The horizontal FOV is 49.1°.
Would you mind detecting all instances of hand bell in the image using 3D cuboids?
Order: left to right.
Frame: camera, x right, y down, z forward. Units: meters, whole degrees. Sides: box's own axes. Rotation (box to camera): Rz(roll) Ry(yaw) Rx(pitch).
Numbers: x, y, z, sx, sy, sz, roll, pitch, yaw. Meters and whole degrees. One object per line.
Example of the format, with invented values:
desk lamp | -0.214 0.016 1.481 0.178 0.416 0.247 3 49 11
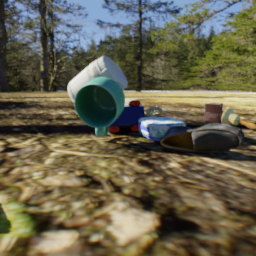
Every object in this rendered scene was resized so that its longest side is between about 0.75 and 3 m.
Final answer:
hand bell | 4.942 -0.220 12.122 0.831 0.831 1.597 -7 25 -33

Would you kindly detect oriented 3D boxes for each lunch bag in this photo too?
lunch bag | 1.142 0.020 10.039 1.359 0.697 1.690 -2 10 -19

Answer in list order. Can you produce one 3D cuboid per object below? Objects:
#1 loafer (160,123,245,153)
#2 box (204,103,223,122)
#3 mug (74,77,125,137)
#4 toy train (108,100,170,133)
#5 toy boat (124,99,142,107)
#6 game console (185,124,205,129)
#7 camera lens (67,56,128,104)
loafer | 2.022 0.385 7.914 2.339 0.851 0.845 -5 13 35
box | 4.296 -0.787 14.072 0.752 0.916 0.760 6 12 30
mug | -0.942 -0.796 9.419 1.520 1.849 1.144 35 33 -1
toy train | 0.132 -0.458 11.930 2.916 1.234 1.687 -4 -3 -21
toy boat | -0.328 -1.120 16.149 2.376 1.104 1.997 10 16 13
game console | 2.114 -0.126 11.939 2.858 0.345 1.686 3 11 16
camera lens | -1.284 -1.687 11.455 2.092 1.673 1.673 -35 -4 21
